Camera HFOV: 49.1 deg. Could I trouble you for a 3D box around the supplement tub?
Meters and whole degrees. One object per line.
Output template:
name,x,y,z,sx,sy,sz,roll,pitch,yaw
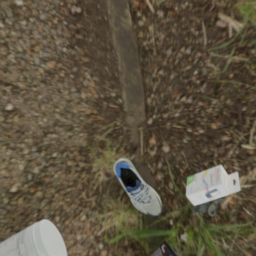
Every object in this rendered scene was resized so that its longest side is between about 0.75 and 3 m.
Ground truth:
supplement tub,-3.197,3.964,8.262,2.361,1.558,1.558,-29,88,-3

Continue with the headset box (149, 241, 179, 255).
headset box,0.898,5.150,8.484,2.590,0.972,1.925,-42,88,-2

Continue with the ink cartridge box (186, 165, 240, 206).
ink cartridge box,2.476,1.646,8.265,1.457,0.853,0.490,-28,111,28

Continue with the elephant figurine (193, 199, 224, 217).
elephant figurine,2.543,2.496,8.858,0.889,0.629,0.689,30,116,-14

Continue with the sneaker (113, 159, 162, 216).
sneaker,0.260,1.929,8.679,0.829,0.917,2.152,-40,89,-2
